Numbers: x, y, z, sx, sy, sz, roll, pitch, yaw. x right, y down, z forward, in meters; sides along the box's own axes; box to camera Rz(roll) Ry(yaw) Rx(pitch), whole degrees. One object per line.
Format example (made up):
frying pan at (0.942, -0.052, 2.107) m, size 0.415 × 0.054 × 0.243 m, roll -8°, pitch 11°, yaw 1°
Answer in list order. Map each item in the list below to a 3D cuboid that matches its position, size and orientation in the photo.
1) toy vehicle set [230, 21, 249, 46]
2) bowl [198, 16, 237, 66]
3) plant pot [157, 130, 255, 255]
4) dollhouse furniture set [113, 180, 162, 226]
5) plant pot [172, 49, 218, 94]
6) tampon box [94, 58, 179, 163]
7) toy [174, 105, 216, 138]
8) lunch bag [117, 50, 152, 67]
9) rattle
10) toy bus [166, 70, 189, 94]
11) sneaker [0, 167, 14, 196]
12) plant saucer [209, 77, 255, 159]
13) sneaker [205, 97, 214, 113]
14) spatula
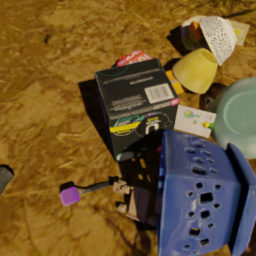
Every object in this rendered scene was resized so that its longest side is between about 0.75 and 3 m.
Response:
toy vehicle set at (5.499, -4.847, 14.309) m, size 1.008 × 0.215 × 1.622 m, roll 21°, pitch 55°, yaw 15°
bowl at (3.966, -3.906, 11.972) m, size 1.052 × 2.242 × 2.242 m, roll -23°, pitch 48°, yaw 26°
plant pot at (1.955, 1.706, 7.392) m, size 2.267 × 2.522 × 2.521 m, roll 4°, pitch 24°, yaw 5°
dollhouse furniture set at (0.417, 2.232, 8.516) m, size 1.760 × 0.779 × 0.912 m, roll 11°, pitch 92°, yaw 36°
plant pot at (2.882, -2.465, 11.419) m, size 1.756 × 1.246 × 1.756 m, roll 20°, pitch 43°, yaw -20°
tampon box at (0.258, -0.472, 9.231) m, size 2.130 × 2.842 × 1.794 m, roll -15°, pitch 57°, yaw -6°
toy at (2.277, -0.349, 10.447) m, size 1.739 × 1.001 × 0.411 m, roll 18°, pitch 32°, yaw 14°
lunch bag at (0.273, -2.690, 12.257) m, size 1.439 × 0.669 × 1.634 m, roll 40°, pitch 59°, yaw 14°
rattle at (4.004, -4.669, 12.904) m, size 2.852 × 2.037 × 1.856 m, roll -6°, pitch 69°, yaw -5°
toy bus at (1.836, -1.867, 11.705) m, size 2.334 × 0.760 × 0.914 m, roll -23°, pitch 57°, yaw -17°
sneaker at (-4.748, 1.586, 9.197) m, size 1.862 × 0.696 × 0.989 m, roll 26°, pitch 51°, yaw 9°
plant saucer at (4.163, -0.439, 9.646) m, size 2.968 × 0.571 × 2.968 m, roll -9°, pitch 72°, yaw 31°
sneaker at (3.217, -0.697, 10.952) m, size 0.450 × 0.464 × 1.271 m, roll 22°, pitch 41°, yaw -12°
spatula at (-1.304, 1.988, 8.860) m, size 1.688 × 0.173 × 0.477 m, roll -11°, pitch 63°, yaw -35°
